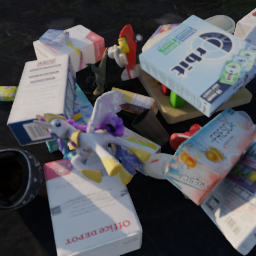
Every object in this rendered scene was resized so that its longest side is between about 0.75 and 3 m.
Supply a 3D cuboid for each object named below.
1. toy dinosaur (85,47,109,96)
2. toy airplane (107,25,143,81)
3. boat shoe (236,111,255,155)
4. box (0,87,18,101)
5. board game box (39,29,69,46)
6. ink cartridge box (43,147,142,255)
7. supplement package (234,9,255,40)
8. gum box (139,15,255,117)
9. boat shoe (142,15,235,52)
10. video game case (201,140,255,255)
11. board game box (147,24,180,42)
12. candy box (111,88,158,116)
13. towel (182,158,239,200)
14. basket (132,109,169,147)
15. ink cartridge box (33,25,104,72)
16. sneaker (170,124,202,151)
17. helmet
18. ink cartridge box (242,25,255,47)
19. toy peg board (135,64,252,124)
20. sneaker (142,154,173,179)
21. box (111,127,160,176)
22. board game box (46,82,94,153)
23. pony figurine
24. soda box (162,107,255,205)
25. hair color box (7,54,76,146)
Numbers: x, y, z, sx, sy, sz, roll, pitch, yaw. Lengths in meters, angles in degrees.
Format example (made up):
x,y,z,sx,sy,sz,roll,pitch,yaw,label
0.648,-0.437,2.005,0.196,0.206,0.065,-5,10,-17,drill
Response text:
x,y,z,sx,sy,sz,roll,pitch,yaw,label
-1.069,-1.862,9.445,0.767,0.413,1.741,1,77,22,toy dinosaur
-0.133,-2.428,9.552,1.152,1.632,1.625,5,62,3,toy airplane
3.212,0.398,7.319,0.646,0.557,1.795,-20,73,10,boat shoe
-4.078,-1.125,9.219,0.932,0.226,0.547,0,45,3,box
-2.638,-3.259,10.068,0.798,0.173,0.794,11,46,11,board game box
-0.819,1.659,6.031,1.616,0.913,2.205,-14,47,-13,ink cartridge box
5.280,-3.335,10.428,1.988,1.529,2.079,33,56,28,supplement package
1.919,-1.763,7.425,2.136,0.560,2.515,-39,59,-13,gum box
1.896,-2.608,8.864,2.985,0.889,1.072,-22,63,-6,boat shoe
2.215,1.047,5.015,0.237,2.065,1.881,39,92,0,video game case
2.105,-3.941,11.721,2.179,0.537,2.757,19,49,17,board game box
0.165,-0.732,8.367,1.338,0.781,0.378,19,77,20,candy box
2.145,1.066,7.102,1.410,0.216,1.849,9,47,8,towel
0.634,0.041,7.517,0.627,0.922,0.831,-36,14,20,basket
-2.341,-2.760,10.331,2.631,0.888,1.532,-35,55,-29,ink cartridge box
1.555,0.250,7.232,1.404,0.550,0.811,21,38,-32,sneaker
-2.665,1.105,6.180,1.449,1.520,1.520,10,40,-29,helmet
3.886,-2.433,8.261,0.984,0.346,1.648,36,67,18,ink cartridge box
2.090,-1.942,9.146,2.955,1.445,2.943,-15,48,-14,toy peg board
1.230,0.919,6.379,1.763,0.824,0.621,13,75,-8,sneaker
0.189,0.595,7.232,1.155,0.650,0.586,28,57,26,box
-1.925,-0.436,8.353,1.615,0.502,2.139,-22,50,-20,board game box
-0.670,0.243,6.233,2.270,1.890,2.191,36,25,25,pony figurine
1.866,0.451,5.973,0.931,0.866,2.723,40,37,19,soda box
-2.223,-0.876,7.696,1.386,0.839,2.772,-10,44,2,hair color box
